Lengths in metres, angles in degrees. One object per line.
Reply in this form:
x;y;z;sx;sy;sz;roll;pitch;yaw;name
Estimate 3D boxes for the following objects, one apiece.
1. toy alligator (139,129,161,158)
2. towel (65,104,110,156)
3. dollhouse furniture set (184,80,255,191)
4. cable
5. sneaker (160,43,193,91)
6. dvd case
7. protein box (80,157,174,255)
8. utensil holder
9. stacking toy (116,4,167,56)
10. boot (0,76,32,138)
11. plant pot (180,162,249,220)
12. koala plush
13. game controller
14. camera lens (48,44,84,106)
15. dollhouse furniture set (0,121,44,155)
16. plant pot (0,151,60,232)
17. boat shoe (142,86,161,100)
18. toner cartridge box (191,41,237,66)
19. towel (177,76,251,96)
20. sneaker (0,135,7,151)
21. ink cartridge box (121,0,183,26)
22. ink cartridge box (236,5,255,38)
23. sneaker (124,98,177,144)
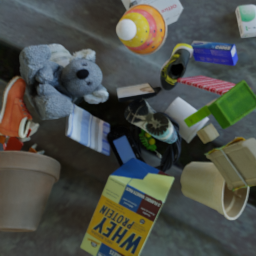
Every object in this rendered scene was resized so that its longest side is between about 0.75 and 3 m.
0.693;0.552;9.534;0.365;0.398;1.344;-33;101;-24;toy alligator
-1.273;0.053;9.230;0.217;1.821;1.338;-31;44;32;towel
2.759;0.271;7.107;1.162;1.517;2.316;-32;86;-26;dollhouse furniture set
0.945;0.590;9.498;1.784;0.555;2.186;-9;83;22;cable
1.493;-1.885;9.508;0.782;2.101;0.889;21;58;2;sneaker
0.239;-1.227;9.500;1.212;1.699;0.149;-10;109;-1;dvd case
0.075;2.351;8.041;1.502;2.210;2.226;25;103;12;protein box
1.926;-0.279;9.691;1.271;1.081;1.081;39;80;10;utensil holder
0.194;-3.148;9.146;1.753;2.399;1.753;7;113;18;stacking toy
-2.977;-0.554;7.684;0.906;0.634;1.690;13;84;8;boot
2.606;1.751;8.708;1.607;1.756;1.756;5;73;46;plant pot
-1.809;-1.404;8.355;2.301;2.115;2.041;-23;94;-24;koala plush
-0.111;0.728;9.474;0.805;0.325;1.543;-26;90;23;game controller
-2.374;-1.706;9.797;1.550;1.550;1.937;-31;79;-6;camera lens
-3.460;0.411;8.658;1.617;0.833;1.600;39;123;6;dollhouse furniture set
-3.331;2.003;8.413;2.333;2.333;2.034;1;65;0;plant pot
0.884;-1.283;10.323;0.807;0.267;0.301;-24;100;-3;boat shoe
2.700;-2.370;8.864;1.375;0.653;0.297;20;69;38;toner cartridge box
2.559;-1.239;8.366;1.843;1.333;0.207;27;120;41;towel
-4.676;0.611;9.540;0.929;0.987;2.411;2;80;4;sneaker
0.746;-4.936;10.683;1.667;0.962;2.297;-27;86;-7;ink cartridge box
5.092;-4.217;10.977;1.506;0.377;1.212;-7;78;0;ink cartridge box
0.696;-0.161;8.971;0.870;0.968;2.242;-47;43;2;sneaker
